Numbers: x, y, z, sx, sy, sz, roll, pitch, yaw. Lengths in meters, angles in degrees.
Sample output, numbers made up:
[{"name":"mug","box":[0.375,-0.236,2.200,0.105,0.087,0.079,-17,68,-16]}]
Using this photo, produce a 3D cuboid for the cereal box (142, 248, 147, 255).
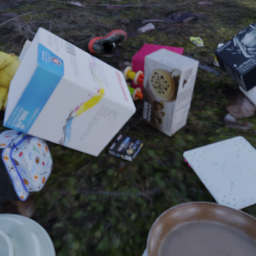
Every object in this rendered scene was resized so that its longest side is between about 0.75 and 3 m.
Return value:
[{"name":"cereal box","box":[0.630,2.713,5.919,0.564,0.155,0.784,19,43,24]}]

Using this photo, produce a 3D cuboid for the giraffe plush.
[{"name":"giraffe plush","box":[-4.569,-1.944,10.337,2.774,2.394,2.250,-53,30,-11]}]

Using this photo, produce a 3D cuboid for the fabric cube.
[{"name":"fabric cube","box":[1.155,-2.188,10.937,1.598,1.573,1.603,12,41,18]}]

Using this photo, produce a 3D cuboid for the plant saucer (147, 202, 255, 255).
[{"name":"plant saucer","box":[1.751,2.537,5.156,2.891,0.464,2.891,5,27,-2]}]

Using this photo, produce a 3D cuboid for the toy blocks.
[{"name":"toy blocks","box":[0.506,-1.461,10.317,1.456,1.213,0.529,28,44,24]}]

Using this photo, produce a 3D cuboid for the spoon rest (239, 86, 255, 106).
[{"name":"spoon rest","box":[5.016,-1.272,10.613,1.253,0.765,2.522,6,26,5]}]

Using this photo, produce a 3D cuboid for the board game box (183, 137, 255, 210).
[{"name":"board game box","box":[2.838,1.194,7.529,2.042,0.264,2.041,-14,44,-16]}]

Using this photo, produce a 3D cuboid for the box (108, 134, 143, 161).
[{"name":"box","box":[-0.071,0.587,8.553,0.810,0.203,0.816,18,43,20]}]

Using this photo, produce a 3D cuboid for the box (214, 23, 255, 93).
[{"name":"box","box":[4.654,-2.687,10.707,1.842,1.141,1.810,-36,47,10]}]

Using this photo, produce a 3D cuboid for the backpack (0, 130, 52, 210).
[{"name":"backpack","box":[-2.755,0.806,7.109,1.386,1.799,1.713,-5,27,1]}]

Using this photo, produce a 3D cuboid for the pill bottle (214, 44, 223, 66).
[{"name":"pill bottle","box":[4.284,-3.349,12.901,0.517,0.904,0.517,0,39,0]}]

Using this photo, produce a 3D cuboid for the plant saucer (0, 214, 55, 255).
[{"name":"plant saucer","box":[-2.894,2.764,5.336,2.885,0.724,2.885,-1,40,1]}]

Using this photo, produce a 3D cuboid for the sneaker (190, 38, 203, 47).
[{"name":"sneaker","box":[3.683,-4.681,14.995,0.370,0.374,0.980,-19,42,-21]}]

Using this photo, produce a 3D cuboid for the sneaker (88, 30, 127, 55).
[{"name":"sneaker","box":[-0.830,-4.272,14.129,2.322,0.821,1.135,-32,48,-30]}]

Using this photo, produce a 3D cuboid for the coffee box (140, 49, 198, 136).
[{"name":"coffee box","box":[1.231,-1.095,8.894,1.333,2.358,0.941,31,46,31]}]

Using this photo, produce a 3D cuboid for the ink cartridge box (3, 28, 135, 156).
[{"name":"ink cartridge box","box":[-1.505,-0.834,7.305,2.591,1.892,1.901,23,31,-31]}]
